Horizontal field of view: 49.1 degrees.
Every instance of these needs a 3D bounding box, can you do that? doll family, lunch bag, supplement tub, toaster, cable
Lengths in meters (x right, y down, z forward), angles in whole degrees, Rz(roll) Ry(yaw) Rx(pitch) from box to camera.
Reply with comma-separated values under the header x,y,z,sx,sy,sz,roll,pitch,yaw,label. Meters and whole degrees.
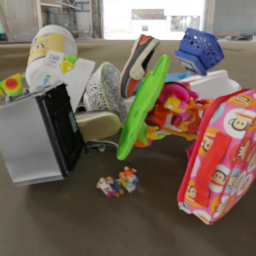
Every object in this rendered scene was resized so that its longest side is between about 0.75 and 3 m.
x,y,z,sx,sy,sz,roll,pitch,yaw,label
-0.207,1.121,5.665,0.866,0.390,0.538,-23,39,-17,doll family
1.607,0.502,4.564,0.875,2.135,1.881,30,32,33,lunch bag
-3.172,-2.874,11.917,1.972,1.972,2.713,-2,52,-6,supplement tub
-1.768,0.125,6.021,1.202,2.026,1.832,-13,17,6,toaster
2.782,-1.231,10.605,2.733,0.946,2.734,7,25,26,cable

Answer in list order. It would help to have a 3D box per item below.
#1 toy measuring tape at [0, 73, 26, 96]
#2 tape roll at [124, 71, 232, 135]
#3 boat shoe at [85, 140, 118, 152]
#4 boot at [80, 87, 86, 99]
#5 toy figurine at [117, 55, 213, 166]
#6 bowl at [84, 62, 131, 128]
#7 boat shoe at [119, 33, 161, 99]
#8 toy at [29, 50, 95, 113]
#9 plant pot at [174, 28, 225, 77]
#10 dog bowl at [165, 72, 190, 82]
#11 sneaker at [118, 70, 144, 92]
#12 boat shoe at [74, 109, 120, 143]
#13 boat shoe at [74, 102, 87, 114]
x,y,z,sx,sy,sz,roll,pitch,yaw,label
-4.750,-2.012,12.531,2.269,0.835,0.835,-30,32,-19,toy measuring tape
1.434,-0.713,8.001,2.978,1.041,2.978,-18,9,3,tape roll
-0.704,0.512,7.307,0.888,0.319,0.300,6,54,0,boat shoe
-1.634,-1.560,12.239,1.608,0.557,1.400,-3,22,16,boot
1.342,-0.033,5.928,2.467,2.681,2.013,20,55,-7,toy figurine
-0.692,-0.830,8.571,0.997,2.124,2.124,-18,15,21,bowl
0.311,-1.732,8.105,0.620,1.982,0.706,24,7,19,boat shoe
-2.104,-0.861,8.199,1.558,2.705,0.639,17,-12,10,toy
1.852,-1.977,7.504,0.949,0.853,0.949,38,2,43,plant pot
1.638,-1.738,10.023,1.446,0.358,0.806,-11,7,-40,dog bowl
-0.024,-2.241,13.499,1.053,0.941,2.636,-2,23,-29,sneaker
-1.201,-0.034,7.255,2.138,0.769,0.693,-12,22,14,boat shoe
-1.441,-0.512,9.337,0.690,0.621,1.952,-1,22,-1,boat shoe
